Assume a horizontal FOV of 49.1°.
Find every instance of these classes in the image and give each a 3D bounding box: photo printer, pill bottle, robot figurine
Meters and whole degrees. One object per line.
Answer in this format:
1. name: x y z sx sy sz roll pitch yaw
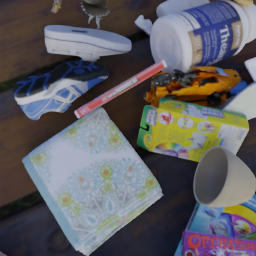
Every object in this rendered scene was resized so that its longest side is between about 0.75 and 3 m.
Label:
1. photo printer: 1.927 -3.725 9.049 1.585 0.550 1.319 -29 69 -11
2. pill bottle: 2.255 -2.635 7.952 2.961 1.643 1.643 -24 70 -20
3. robot figurine: 1.591 -0.944 7.454 2.430 1.761 0.707 -3 52 -8

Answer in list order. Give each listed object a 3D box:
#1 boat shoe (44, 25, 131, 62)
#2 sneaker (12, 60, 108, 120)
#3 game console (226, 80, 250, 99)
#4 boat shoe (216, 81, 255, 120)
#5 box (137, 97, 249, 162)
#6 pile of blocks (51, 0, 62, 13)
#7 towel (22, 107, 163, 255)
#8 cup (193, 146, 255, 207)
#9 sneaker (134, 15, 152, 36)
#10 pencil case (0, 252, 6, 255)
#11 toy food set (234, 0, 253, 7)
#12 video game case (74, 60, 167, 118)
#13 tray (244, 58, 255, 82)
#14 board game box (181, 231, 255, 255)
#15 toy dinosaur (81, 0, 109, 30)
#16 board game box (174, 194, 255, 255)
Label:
1. boat shoe: -1.201 -2.411 8.407 2.570 0.897 0.911 6 36 -5
2. sneaker: -1.788 -1.117 7.861 2.682 1.033 1.016 -23 45 -21
3. game console: 3.278 -1.120 8.109 0.772 0.679 0.449 -10 101 -3
4. boat shoe: 2.881 -0.631 7.056 0.926 2.543 0.786 37 34 -18
5. box: 1.519 0.120 7.059 2.458 1.442 0.595 12 40 2
6. pile of blocks: -2.241 -4.033 9.056 0.241 0.318 0.775 22 67 -38
7. towel: -0.906 1.228 7.028 2.500 0.703 2.920 -34 74 -11
8. cup: 2.172 1.150 6.085 0.938 1.311 1.311 18 69 -11
9. sneaker: 0.632 -3.141 8.716 0.888 0.331 0.387 32 105 -18
10. pencil case: -3.035 3.235 6.202 1.944 0.841 0.805 27 87 11
11. toy food set: 2.820 -3.871 7.878 1.475 0.359 1.460 23 34 3
12. video game case: -0.180 -0.998 7.035 2.320 1.659 0.202 -30 99 5
13. tray: 4.421 -1.012 8.031 1.330 0.275 2.478 -19 74 -8
14. board game box: 2.136 2.945 5.929 2.018 0.326 1.211 7 66 2
15. toy dinosaur: -1.114 -3.959 7.312 1.455 2.846 1.095 -48 47 5
16. board game box: 2.336 2.723 6.505 2.002 0.622 2.653 26 71 10
